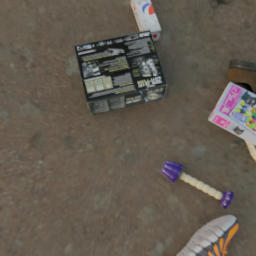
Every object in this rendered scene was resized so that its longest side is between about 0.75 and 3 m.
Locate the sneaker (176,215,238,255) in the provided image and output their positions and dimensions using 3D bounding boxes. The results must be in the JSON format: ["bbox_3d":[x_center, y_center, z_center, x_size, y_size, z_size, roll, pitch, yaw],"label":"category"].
[{"bbox_3d":[2.529,4.123,8.462,2.964,1.150,1.661,-41,85,-7],"label":"sneaker"}]

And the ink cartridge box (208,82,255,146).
[{"bbox_3d":[4.425,-0.231,9.473,2.970,0.623,1.772,32,55,10],"label":"ink cartridge box"}]

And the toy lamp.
[{"bbox_3d":[2.234,1.832,9.286,2.402,0.699,0.699,26,74,9],"label":"toy lamp"}]

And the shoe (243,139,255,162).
[{"bbox_3d":[4.498,0.661,9.786,0.563,0.429,1.609,-26,74,-8],"label":"shoe"}]

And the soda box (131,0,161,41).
[{"bbox_3d":[0.683,-4.497,11.279,0.647,0.697,2.041,-15,73,-6],"label":"soda box"}]

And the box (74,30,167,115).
[{"bbox_3d":[-0.284,-2.003,10.208,2.835,1.221,2.322,-14,73,-4],"label":"box"}]

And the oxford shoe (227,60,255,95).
[{"bbox_3d":[4.973,-1.678,10.388,2.714,0.986,1.146,12,93,3],"label":"oxford shoe"}]
